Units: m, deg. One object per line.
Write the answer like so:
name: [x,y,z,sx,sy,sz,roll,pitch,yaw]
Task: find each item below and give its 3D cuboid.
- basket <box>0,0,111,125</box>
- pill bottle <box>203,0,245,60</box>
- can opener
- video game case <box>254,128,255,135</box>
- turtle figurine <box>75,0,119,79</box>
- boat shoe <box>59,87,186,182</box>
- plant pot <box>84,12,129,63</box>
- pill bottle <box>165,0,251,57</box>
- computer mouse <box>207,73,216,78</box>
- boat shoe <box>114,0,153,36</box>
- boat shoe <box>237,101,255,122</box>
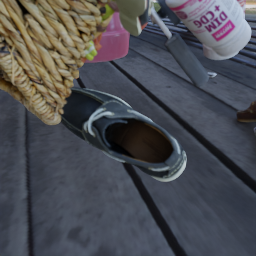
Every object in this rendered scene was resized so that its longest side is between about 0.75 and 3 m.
basket: [-1.909,-1.496,3.761,1.956,2.042,2.741,18,10,-46]
pill bottle: [2.764,-3.390,8.358,1.344,2.453,1.344,-10,43,10]
can opener: [1.410,-2.339,7.342,0.869,2.600,0.694,-36,13,24]
video game case: [4.232,0.040,6.405,1.996,0.251,2.787,-17,5,14]
turtle figurine: [-0.582,-2.335,5.810,0.880,2.203,2.732,39,29,-19]
boat shoe: [-0.266,-0.058,4.333,2.497,0.897,0.844,29,-1,22]
plant pot: [-1.369,-3.529,8.216,2.877,2.575,2.877,3,29,-2]
pill bottle: [1.869,-2.581,6.332,1.979,1.122,1.122,33,11,-31]
computer mouse: [3.671,-2.453,12.984,0.851,0.187,0.467,17,27,41]
boat shoe: [0.123,-1.792,3.911,0.517,0.455,1.453,34,-3,5]
boat shoe: [3.856,-0.511,8.075,0.643,0.643,1.828,-20,9,-21]
